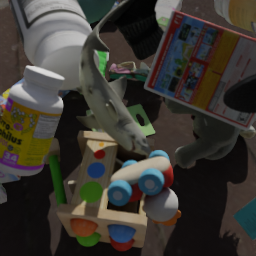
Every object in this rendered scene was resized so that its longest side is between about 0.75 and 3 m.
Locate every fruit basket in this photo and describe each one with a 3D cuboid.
[{"bbox_3d":[-1.952,-2.059,9.738,2.358,1.106,2.184,5,54,2],"label":"fruit basket"}]

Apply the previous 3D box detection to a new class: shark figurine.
[{"bbox_3d":[-0.380,-0.948,5.823,1.840,3.080,1.285,17,49,36],"label":"shark figurine"}]

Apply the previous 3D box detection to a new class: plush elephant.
[{"bbox_3d":[2.589,-0.306,8.089,2.632,2.038,2.168,-16,93,27],"label":"plush elephant"}]

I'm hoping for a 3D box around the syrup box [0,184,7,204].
[{"bbox_3d":[-3.770,1.857,7.320,1.022,0.402,0.416,-20,56,-14],"label":"syrup box"}]

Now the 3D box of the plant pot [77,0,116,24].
[{"bbox_3d":[-1.057,-4.360,8.567,1.387,2.059,2.059,11,48,46],"label":"plant pot"}]

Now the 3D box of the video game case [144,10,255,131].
[{"bbox_3d":[1.856,-1.263,6.260,2.597,1.857,0.227,24,22,9],"label":"video game case"}]

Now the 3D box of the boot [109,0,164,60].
[{"bbox_3d":[0.664,-2.985,7.372,2.115,1.581,0.796,-36,24,19],"label":"boot"}]

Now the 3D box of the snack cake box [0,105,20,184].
[{"bbox_3d":[-3.612,0.214,7.157,0.862,2.566,1.475,-10,54,0],"label":"snack cake box"}]

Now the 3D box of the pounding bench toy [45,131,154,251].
[{"bbox_3d":[-0.953,1.522,6.699,2.907,1.806,2.268,7,54,5],"label":"pounding bench toy"}]

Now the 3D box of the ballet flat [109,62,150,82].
[{"bbox_3d":[0.245,-2.023,9.986,1.881,0.650,0.669,9,83,10],"label":"ballet flat"}]

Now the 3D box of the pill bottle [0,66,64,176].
[{"bbox_3d":[-1.883,-0.145,5.397,1.020,1.020,1.957,25,102,17],"label":"pill bottle"}]

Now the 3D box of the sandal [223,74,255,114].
[{"bbox_3d":[2.844,-1.002,5.034,0.894,2.381,0.537,35,42,-25],"label":"sandal"}]

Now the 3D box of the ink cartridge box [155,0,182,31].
[{"bbox_3d":[1.237,-4.057,9.557,0.923,0.530,1.575,24,79,16],"label":"ink cartridge box"}]

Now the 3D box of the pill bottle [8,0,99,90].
[{"bbox_3d":[-1.840,-2.460,6.925,1.668,1.668,2.929,-19,63,-13],"label":"pill bottle"}]

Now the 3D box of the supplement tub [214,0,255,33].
[{"bbox_3d":[3.105,-2.957,6.570,1.327,1.327,1.838,-30,48,-20],"label":"supplement tub"}]

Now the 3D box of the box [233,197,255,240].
[{"bbox_3d":[3.112,1.122,5.169,0.988,2.401,0.590,-9,52,-39],"label":"box"}]

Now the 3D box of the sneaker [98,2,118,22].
[{"bbox_3d":[-1.257,-5.120,12.252,2.096,0.807,0.893,8,58,6],"label":"sneaker"}]

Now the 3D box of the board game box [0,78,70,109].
[{"bbox_3d":[-3.281,-1.032,9.462,1.492,0.380,2.204,31,59,21],"label":"board game box"}]

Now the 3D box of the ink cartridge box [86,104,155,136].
[{"bbox_3d":[-0.237,-0.180,8.826,1.860,0.446,1.354,-17,55,-10],"label":"ink cartridge box"}]

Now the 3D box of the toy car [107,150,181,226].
[{"bbox_3d":[0.359,1.121,4.481,1.021,1.064,1.155,-23,97,16],"label":"toy car"}]
